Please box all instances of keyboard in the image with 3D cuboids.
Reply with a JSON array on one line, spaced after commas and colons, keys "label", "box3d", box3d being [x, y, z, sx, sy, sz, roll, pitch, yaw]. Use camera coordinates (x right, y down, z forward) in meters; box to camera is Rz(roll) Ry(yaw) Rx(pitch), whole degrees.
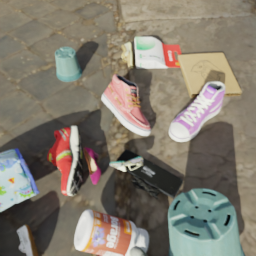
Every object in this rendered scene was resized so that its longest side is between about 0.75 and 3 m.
[{"label": "keyboard", "box3d": [0.564, 1.632, 9.203, 2.281, 0.452, 1.187, 28, 42, 18]}]

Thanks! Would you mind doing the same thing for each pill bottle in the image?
[{"label": "pill bottle", "box3d": [-0.411, 2.880, 7.419, 1.807, 1.014, 1.014, 22, 49, -19]}]

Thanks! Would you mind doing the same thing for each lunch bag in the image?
[{"label": "lunch bag", "box3d": [-4.058, 1.555, 8.477, 2.044, 1.532, 2.404, -26, 26, -23]}]

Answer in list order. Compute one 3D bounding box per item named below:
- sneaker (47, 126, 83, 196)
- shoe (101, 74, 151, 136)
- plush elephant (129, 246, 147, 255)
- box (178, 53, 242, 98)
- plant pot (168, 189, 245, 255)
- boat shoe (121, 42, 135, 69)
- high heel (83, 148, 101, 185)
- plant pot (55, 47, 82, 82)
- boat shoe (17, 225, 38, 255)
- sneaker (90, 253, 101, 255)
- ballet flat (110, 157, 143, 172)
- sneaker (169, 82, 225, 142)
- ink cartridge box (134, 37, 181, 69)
[{"label": "sneaker", "box3d": [-2.101, 1.098, 9.245, 1.126, 1.022, 2.653, -8, 47, -1]}, {"label": "shoe", "box3d": [0.065, -0.908, 10.465, 0.934, 1.189, 2.615, -3, 41, -49]}, {"label": "plush elephant", "box3d": [0.300, 3.967, 6.762, 1.338, 1.728, 1.423, -39, 45, -1]}, {"label": "box", "box3d": [3.511, -2.372, 12.388, 2.176, 0.283, 2.661, -3, 52, -4]}, {"label": "plant pot", "box3d": [1.851, 2.703, 6.867, 2.033, 1.991, 2.033, -10, 32, 6]}, {"label": "boat shoe", "box3d": [-0.029, -3.323, 13.039, 0.547, 0.610, 1.648, -11, 49, 7]}, {"label": "high heel", "box3d": [-1.249, 1.241, 9.184, 0.430, 0.613, 1.276, -39, 40, 23]}, {"label": "plant pot", "box3d": [-2.654, -2.814, 12.225, 1.159, 1.135, 1.159, 0, 52, 0]}, {"label": "boat shoe", "box3d": [-2.841, 3.308, 7.825, 0.395, 0.404, 1.140, -26, 53, -10]}, {"label": "sneaker", "box3d": [-0.799, 3.392, 7.714, 0.463, 0.432, 1.227, -11, 57, -25]}, {"label": "ballet flat", "box3d": [-0.030, 1.195, 8.933, 1.098, 0.395, 0.395, -10, 52, -5]}, {"label": "sneaker", "box3d": [2.549, -0.758, 10.298, 1.014, 1.595, 2.797, 37, 61, 24]}, {"label": "ink cartridge box", "box3d": [1.448, -3.571, 13.231, 2.237, 0.560, 1.800, -2, 52, 0]}]
